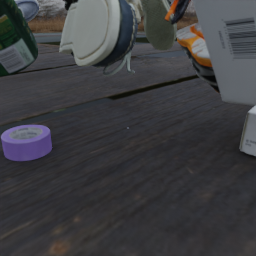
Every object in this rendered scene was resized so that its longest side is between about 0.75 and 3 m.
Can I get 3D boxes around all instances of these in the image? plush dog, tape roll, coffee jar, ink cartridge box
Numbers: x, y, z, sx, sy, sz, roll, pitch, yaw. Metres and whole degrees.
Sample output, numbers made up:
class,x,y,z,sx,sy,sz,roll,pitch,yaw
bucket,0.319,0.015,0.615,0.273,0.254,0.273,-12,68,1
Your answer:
class,x,y,z,sx,sy,sz,roll,pitch,yaw
plush dog,-0.365,-3.981,9.373,1.457,1.361,1.696,-13,37,24
tape roll,-2.334,0.322,6.485,1.058,0.449,1.058,-1,23,0
coffee jar,-2.488,-2.134,4.467,1.107,2.596,1.354,-26,59,-7
ink cartridge box,3.913,-0.030,6.558,1.733,1.043,2.385,18,30,35

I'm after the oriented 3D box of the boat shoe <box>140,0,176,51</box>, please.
class,x,y,z,sx,sy,sz,roll,pitch,yaw
boat shoe,0.754,-3.127,7.360,0.882,2.365,0.736,-4,48,23

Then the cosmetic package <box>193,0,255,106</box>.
class,x,y,z,sx,sy,sz,roll,pitch,yaw
cosmetic package,2.100,-1.665,3.676,2.047,2.040,1.258,-40,31,-22

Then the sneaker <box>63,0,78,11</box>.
class,x,y,z,sx,sy,sz,roll,pitch,yaw
sneaker,-0.763,-2.887,6.285,1.104,2.816,1.266,32,53,12

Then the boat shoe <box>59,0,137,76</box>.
class,x,y,z,sx,sy,sz,roll,pitch,yaw
boat shoe,-0.350,-1.186,3.669,0.796,0.964,2.574,9,6,-23

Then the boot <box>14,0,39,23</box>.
class,x,y,z,sx,sy,sz,roll,pitch,yaw
boot,-2.837,-2.729,6.963,1.713,0.623,0.774,-40,46,-24

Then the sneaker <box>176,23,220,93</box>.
class,x,y,z,sx,sy,sz,roll,pitch,yaw
sneaker,1.737,-1.673,6.171,1.043,1.029,2.665,-19,32,17

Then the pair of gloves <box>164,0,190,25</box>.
class,x,y,z,sx,sy,sz,roll,pitch,yaw
pair of gloves,1.126,-2.660,6.064,0.117,0.843,0.946,23,24,-18
